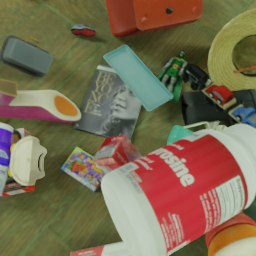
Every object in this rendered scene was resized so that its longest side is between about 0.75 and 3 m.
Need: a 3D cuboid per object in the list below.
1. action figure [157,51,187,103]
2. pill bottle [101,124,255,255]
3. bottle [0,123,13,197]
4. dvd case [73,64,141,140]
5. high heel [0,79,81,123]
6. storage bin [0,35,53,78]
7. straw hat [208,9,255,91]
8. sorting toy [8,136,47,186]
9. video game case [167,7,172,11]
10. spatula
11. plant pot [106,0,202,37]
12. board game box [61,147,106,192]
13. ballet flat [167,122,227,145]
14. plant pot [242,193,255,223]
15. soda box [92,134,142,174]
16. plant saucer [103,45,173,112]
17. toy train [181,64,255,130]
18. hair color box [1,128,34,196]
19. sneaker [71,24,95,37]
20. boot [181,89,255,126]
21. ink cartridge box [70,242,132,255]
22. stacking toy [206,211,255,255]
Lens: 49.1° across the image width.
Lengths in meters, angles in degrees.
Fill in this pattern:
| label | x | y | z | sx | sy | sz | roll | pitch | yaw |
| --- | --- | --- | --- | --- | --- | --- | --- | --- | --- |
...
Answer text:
| label | x | y | z | sx | sy | sz | roll | pitch | yaw |
| --- | --- | --- | --- | --- | --- | --- | --- | --- | --- |
| action figure | 1.341 | -1.643 | 8.477 | 1.000 | 0.463 | 1.693 | 22 | 70 | 13 |
| pill bottle | 1.106 | 0.995 | 4.952 | 2.849 | 1.599 | 1.599 | -23 | 71 | -18 |
| bottle | -3.311 | 0.852 | 6.843 | 0.819 | 0.640 | 1.962 | 28 | 61 | -38 |
| dvd case | -0.441 | -0.790 | 8.319 | 1.681 | 0.181 | 2.261 | 15 | 69 | 9 |
| high heel | -2.542 | -0.465 | 7.459 | 1.211 | 2.524 | 0.850 | -30 | 61 | 37 |
| storage bin | -2.783 | -2.063 | 7.937 | 1.378 | 0.925 | 1.003 | 22 | 91 | -33 |
| straw hat | 3.610 | -2.171 | 8.262 | 2.762 | 2.762 | 1.169 | 4 | 31 | 2 |
| sorting toy | -2.412 | 0.857 | 7.090 | 0.616 | 1.038 | 1.153 | -2 | 79 | 21 |
| video game case | 1.599 | -5.182 | 10.004 | 1.830 | 0.222 | 2.011 | 37 | 73 | 13 |
| spatula | 2.443 | -0.720 | 8.381 | 1.031 | 0.119 | 1.482 | 32 | 69 | 13 |
| plant pot | 0.738 | -3.908 | 7.775 | 2.627 | 2.630 | 2.317 | -13 | 29 | -5 |
| board game box | -1.148 | 1.112 | 7.593 | 1.100 | 0.246 | 0.740 | 30 | 72 | 11 |
| ballet flat | 2.153 | 0.314 | 7.151 | 2.476 | 0.834 | 0.872 | 7 | 91 | -22 |
| plant pot | 3.777 | 1.828 | 6.365 | 2.232 | 1.576 | 1.577 | 33 | 72 | -1 |
| soda box | 0.140 | 1.135 | 6.646 | 2.073 | 0.657 | 0.726 | 51 | 49 | -25 |
| plant saucer | 0.246 | -1.468 | 8.127 | 0.854 | 0.232 | 2.442 | -31 | 63 | -12 |
| toy train | 2.424 | -0.810 | 7.328 | 0.482 | 0.647 | 2.825 | -28 | 58 | -19 |
| hair color box | -3.058 | 0.908 | 7.522 | 0.843 | 0.509 | 1.661 | -12 | 69 | -2 |
| sneaker | -1.409 | -3.214 | 9.035 | 0.855 | 0.339 | 0.409 | 14 | 61 | 17 |
| boot | 2.624 | -0.275 | 7.794 | 2.121 | 0.696 | 1.748 | -3 | 63 | -8 |
| ink cartridge box | -0.311 | 3.712 | 6.178 | 1.563 | 0.882 | 2.129 | -12 | 69 | 3 |
| stacking toy | 2.230 | 2.185 | 6.251 | 1.537 | 1.537 | 2.103 | -8 | 35 | -3 |
